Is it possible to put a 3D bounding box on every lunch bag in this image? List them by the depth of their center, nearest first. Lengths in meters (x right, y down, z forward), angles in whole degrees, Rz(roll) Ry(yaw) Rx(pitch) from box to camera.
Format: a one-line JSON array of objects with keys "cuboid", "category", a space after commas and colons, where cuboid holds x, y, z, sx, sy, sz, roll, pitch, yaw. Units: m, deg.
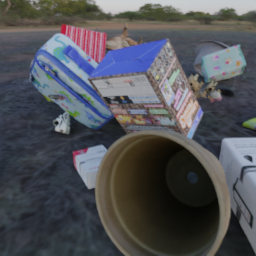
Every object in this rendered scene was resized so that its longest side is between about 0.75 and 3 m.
[{"cuboid": [-1.476, -1.226, 8.121, 1.127, 2.734, 2.198, -56, 15, -26], "category": "lunch bag"}, {"cuboid": [3.153, -2.055, 9.459, 1.274, 0.912, 1.496, -17, -7, 13], "category": "lunch bag"}]

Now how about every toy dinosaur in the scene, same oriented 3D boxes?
[{"cuboid": [-0.516, -3.288, 11.209, 1.764, 1.117, 2.603, 3, 0, 27], "category": "toy dinosaur"}]

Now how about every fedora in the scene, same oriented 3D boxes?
[{"cuboid": [4.419, -3.340, 14.769, 2.615, 2.312, 1.181, 26, 63, 31], "category": "fedora"}]

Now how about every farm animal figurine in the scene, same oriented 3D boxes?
[{"cuboid": [2.444, -1.203, 9.195, 1.201, 0.970, 0.604, 31, 73, 27], "category": "farm animal figurine"}]

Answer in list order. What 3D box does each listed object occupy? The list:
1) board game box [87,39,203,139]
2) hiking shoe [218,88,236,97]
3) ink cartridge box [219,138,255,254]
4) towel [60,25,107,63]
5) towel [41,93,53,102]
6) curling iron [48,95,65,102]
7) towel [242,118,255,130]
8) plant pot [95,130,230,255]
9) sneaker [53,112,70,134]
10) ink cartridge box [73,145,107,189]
[{"cuboid": [0.420, -0.671, 6.017, 1.600, 2.007, 0.972, 3, 51, 41], "category": "board game box"}, {"cuboid": [4.480, -1.631, 12.455, 0.481, 0.362, 0.955, -16, 27, -24], "category": "hiking shoe"}, {"cuboid": [2.981, 1.237, 4.964, 1.973, 1.139, 2.702, -1, 23, -1], "category": "ink cartridge box"}, {"cuboid": [-1.580, -2.931, 9.780, 1.602, 1.159, 0.180, 8, -10, -13], "category": "towel"}, {"cuboid": [-2.836, -1.151, 10.877, 0.527, 0.110, 1.224, 51, 16, 15], "category": "towel"}, {"cuboid": [-1.698, -0.702, 6.600, 0.251, 0.129, 1.012, -19, 5, 1], "category": "curling iron"}, {"cuboid": [4.864, 0.113, 8.666, 1.538, 0.244, 2.142, -12, 26, -23], "category": "towel"}, {"cuboid": [0.818, 1.028, 4.771, 2.104, 2.104, 1.825, 16, 12, 32], "category": "plant pot"}, {"cuboid": [-2.133, -0.242, 8.996, 0.519, 0.435, 1.173, 7, 28, -15], "category": "sneaker"}, {"cuboid": [-0.754, 0.896, 6.593, 0.799, 0.459, 1.100, -11, 26, -24], "category": "ink cartridge box"}]
